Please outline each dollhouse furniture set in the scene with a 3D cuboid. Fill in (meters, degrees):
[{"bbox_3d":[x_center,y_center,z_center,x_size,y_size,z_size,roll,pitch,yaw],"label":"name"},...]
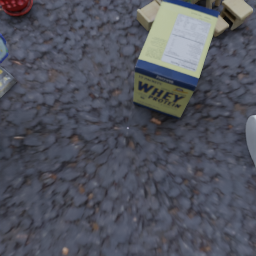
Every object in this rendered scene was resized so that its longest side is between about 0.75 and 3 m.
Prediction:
[{"bbox_3d":[1.986,-3.596,8.206,2.592,1.441,2.292,-37,75,-11],"label":"dollhouse furniture set"}]

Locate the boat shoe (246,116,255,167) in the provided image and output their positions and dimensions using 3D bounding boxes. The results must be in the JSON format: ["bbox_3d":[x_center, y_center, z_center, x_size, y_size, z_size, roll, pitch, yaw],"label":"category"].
[{"bbox_3d":[3.648,0.637,7.189,0.669,0.732,2.035,-9,72,-9],"label":"boat shoe"}]

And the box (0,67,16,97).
[{"bbox_3d":[-3.915,-1.253,8.047,0.851,0.260,1.075,38,76,12],"label":"box"}]

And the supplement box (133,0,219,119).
[{"bbox_3d":[1.141,-1.686,7.225,1.397,2.082,2.079,19,73,6],"label":"supplement box"}]

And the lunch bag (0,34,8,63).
[{"bbox_3d":[-3.816,-1.432,4.906,2.939,2.499,1.873,-33,79,-14],"label":"lunch bag"}]

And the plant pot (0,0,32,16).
[{"bbox_3d":[-3.575,-4.131,8.621,1.099,1.001,1.099,0,72,-1],"label":"plant pot"}]
